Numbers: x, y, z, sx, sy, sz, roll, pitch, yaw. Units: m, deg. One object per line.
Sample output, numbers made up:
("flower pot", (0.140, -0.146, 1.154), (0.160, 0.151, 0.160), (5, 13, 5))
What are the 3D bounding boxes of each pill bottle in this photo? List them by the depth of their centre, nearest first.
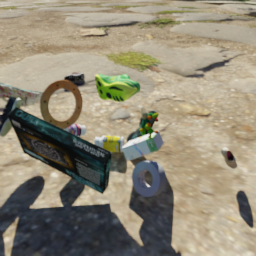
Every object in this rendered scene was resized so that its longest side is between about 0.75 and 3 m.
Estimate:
("pill bottle", (-1.883, 0.118, 9.673), (0.486, 0.486, 0.872), (29, 22, 36))
("pill bottle", (-0.674, 0.577, 10.125), (1.021, 0.572, 0.572), (3, 33, 9))

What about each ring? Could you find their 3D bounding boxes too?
("ring", (-2.112, -0.735, 8.906), (0.151, 1.576, 1.576), (15, 34, 41))

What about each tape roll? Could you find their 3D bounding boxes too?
("tape roll", (0.568, 1.412, 7.823), (0.983, 0.983, 0.325), (30, 18, 38))

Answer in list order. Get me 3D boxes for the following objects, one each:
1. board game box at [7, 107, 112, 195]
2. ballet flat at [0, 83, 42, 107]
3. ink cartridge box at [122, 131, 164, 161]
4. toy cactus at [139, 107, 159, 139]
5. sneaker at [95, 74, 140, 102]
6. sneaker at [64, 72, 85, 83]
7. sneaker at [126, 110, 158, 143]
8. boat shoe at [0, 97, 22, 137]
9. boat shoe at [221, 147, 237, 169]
("board game box", (-1.853, 0.699, 7.846), (2.908, 1.967, 0.409), (25, 56, 11))
("ballet flat", (-3.815, -1.074, 9.883), (1.965, 0.628, 0.743), (10, -15, -41))
("ink cartridge box", (0.479, 0.583, 9.098), (1.148, 0.482, 0.831), (-21, 6, 23))
("toy cactus", (0.615, -0.221, 8.308), (0.545, 1.065, 0.879), (-8, 62, -15))
("sneaker", (-0.391, -1.322, 9.184), (0.932, 0.826, 2.231), (-19, 27, -28))
("sneaker", (-3.113, -2.786, 15.479), (0.763, 0.500, 1.320), (24, 29, 40))
("sneaker", (0.606, 0.130, 10.001), (0.623, 1.652, 0.655), (19, 25, -36))
("boat shoe", (-3.718, -0.370, 8.576), (0.429, 1.295, 0.484), (26, 8, 8))
("boat shoe", (3.191, 0.984, 8.738), (0.307, 0.832, 0.288), (-40, 18, -6))
